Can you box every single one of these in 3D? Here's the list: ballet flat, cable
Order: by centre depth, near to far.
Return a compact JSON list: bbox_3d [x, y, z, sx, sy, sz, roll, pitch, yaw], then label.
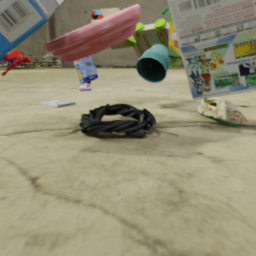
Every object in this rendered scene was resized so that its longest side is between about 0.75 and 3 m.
[{"bbox_3d":[-0.394,-0.212,8.436,2.155,0.671,2.641,-8,18,-10],"label":"cable"},{"bbox_3d":[3.130,-0.627,9.563,0.859,0.726,2.271,-2,15,-23],"label":"ballet flat"}]

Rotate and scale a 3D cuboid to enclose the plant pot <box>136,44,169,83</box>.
[{"bbox_3d":[1.042,-2.502,10.543,1.191,1.191,1.119,8,52,27],"label":"plant pot"}]

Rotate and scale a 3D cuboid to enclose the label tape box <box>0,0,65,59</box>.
[{"bbox_3d":[-2.224,-2.645,6.041,1.946,0.854,2.698,-24,34,26],"label":"label tape box"}]

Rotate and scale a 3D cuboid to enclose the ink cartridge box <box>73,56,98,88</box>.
[{"bbox_3d":[-1.393,-1.885,9.302,0.399,1.045,0.713,-23,9,-32],"label":"ink cartridge box"}]

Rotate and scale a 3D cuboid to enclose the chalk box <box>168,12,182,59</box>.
[{"bbox_3d":[2.172,-2.477,7.381,1.930,1.195,1.201,16,34,28],"label":"chalk box"}]

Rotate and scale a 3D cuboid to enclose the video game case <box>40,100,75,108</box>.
[{"bbox_3d":[-3.154,-1.094,12.545,1.160,0.128,1.057,10,18,34],"label":"video game case"}]

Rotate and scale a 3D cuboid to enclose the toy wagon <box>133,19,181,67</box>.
[{"bbox_3d":[1.518,-3.442,11.525,2.823,2.191,0.559,1,56,31],"label":"toy wagon"}]

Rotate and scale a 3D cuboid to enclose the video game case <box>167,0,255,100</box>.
[{"bbox_3d":[2.606,-2.027,6.255,2.917,2.659,0.321,-7,32,26],"label":"video game case"}]

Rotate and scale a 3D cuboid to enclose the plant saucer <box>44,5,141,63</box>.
[{"bbox_3d":[-0.809,-2.320,7.062,2.534,0.642,2.534,-20,23,9],"label":"plant saucer"}]

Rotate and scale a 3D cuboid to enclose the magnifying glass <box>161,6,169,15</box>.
[{"bbox_3d":[1.730,-4.697,10.304,1.369,0.153,0.545,-39,13,33],"label":"magnifying glass"}]

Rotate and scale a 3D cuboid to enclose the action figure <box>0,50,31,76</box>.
[{"bbox_3d":[-3.521,-1.761,7.516,1.737,0.860,0.567,-3,52,-38],"label":"action figure"}]

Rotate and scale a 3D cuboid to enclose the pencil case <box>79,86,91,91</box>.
[{"bbox_3d":[-2.664,-2.448,17.332,0.786,0.336,0.330,-3,-17,-23],"label":"pencil case"}]

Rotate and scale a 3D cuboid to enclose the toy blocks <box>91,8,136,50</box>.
[{"bbox_3d":[-0.817,-3.903,11.079,1.493,2.185,1.092,-14,-23,-22],"label":"toy blocks"}]
